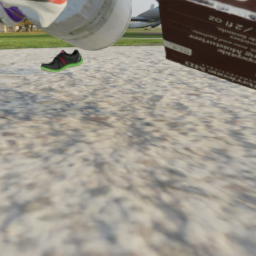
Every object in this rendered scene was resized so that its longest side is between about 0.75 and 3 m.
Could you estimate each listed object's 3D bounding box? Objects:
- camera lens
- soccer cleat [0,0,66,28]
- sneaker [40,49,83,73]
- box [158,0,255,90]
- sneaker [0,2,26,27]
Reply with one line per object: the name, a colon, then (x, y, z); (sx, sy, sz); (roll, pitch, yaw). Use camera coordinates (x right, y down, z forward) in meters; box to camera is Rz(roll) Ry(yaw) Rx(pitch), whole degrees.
camera lens: (-1.262, -3.319, 7.109); (2.303, 2.303, 2.879); (5, 6, 13)
soccer cleat: (-1.889, -2.274, 4.056); (2.053, 0.875, 0.705); (27, 44, -22)
sneaker: (-1.725, -1.727, 7.152); (1.168, 0.489, 0.448); (-28, 31, -34)
box: (2.129, -2.408, 5.025); (2.429, 2.405, 2.928); (22, -1, 11)
sneaker: (-3.254, -3.728, 6.802); (1.018, 2.440, 0.984); (-33, 54, -6)
